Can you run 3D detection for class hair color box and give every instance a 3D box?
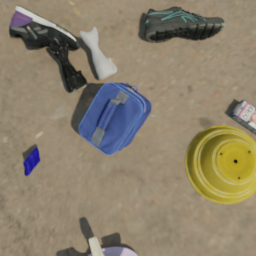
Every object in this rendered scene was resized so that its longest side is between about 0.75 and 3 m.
[{"bbox_3d":[4.305,-0.291,9.630,1.382,0.418,0.691,35,81,7],"label":"hair color box"}]

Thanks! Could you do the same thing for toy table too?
[{"bbox_3d":[-0.705,4.283,8.094,2.259,1.323,2.077,-28,67,-9],"label":"toy table"}]

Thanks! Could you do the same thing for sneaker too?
[{"bbox_3d":[-3.008,-3.224,10.089,2.734,1.035,1.197,28,95,9],"label":"sneaker"},{"bbox_3d":[2.008,-3.827,10.022,2.895,1.091,1.147,-3,76,-1],"label":"sneaker"}]

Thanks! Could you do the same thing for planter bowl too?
[{"bbox_3d":[3.271,1.113,8.996,2.666,1.110,2.666,0,78,0],"label":"planter bowl"}]

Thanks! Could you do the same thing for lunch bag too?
[{"bbox_3d":[-0.347,-0.359,8.617,1.528,1.488,2.249,34,107,9],"label":"lunch bag"}]

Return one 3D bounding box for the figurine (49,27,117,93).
[{"bbox_3d":[-1.542,-2.362,9.608,1.834,0.790,1.789,-25,98,-5],"label":"figurine"}]

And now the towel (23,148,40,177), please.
[{"bbox_3d":[-3.056,1.086,8.942,0.202,0.603,0.817,12,34,5],"label":"towel"}]
